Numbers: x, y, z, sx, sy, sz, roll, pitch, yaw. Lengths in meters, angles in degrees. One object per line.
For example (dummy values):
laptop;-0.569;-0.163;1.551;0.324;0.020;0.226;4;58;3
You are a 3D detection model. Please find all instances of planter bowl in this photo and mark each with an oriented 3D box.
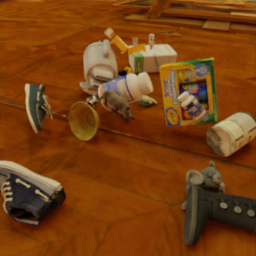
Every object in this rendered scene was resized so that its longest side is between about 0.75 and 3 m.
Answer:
planter bowl;-1.575;-0.293;10.915;1.515;1.515;0.631;25;24;32

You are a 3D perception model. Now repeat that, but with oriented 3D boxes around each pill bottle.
pill bottle;2.248;-0.796;10.007;0.988;0.548;0.548;47;40;-7
pill bottle;-0.091;-1.501;11.235;2.004;1.123;1.123;-18;29;19

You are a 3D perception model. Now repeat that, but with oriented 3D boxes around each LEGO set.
LEGO set;0.061;-3.889;12.883;2.327;1.071;0.866;12;19;9

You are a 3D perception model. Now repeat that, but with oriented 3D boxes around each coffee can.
coffee can;3.839;0.204;10.287;1.598;1.170;1.170;-24;41;-32

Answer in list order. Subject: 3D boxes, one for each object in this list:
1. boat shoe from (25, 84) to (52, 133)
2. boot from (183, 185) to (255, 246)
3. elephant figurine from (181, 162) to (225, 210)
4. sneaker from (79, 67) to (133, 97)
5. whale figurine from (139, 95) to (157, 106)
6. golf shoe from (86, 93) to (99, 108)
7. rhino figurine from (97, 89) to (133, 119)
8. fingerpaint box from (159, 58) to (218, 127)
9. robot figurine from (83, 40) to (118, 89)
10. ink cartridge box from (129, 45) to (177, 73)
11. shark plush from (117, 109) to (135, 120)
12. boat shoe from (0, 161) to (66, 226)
boat shoe;-3.509;-0.850;10.984;0.840;1.018;2.718;-11;39;-14
boot;2.567;2.497;7.422;2.025;0.665;1.669;16;56;0
elephant figurine;2.107;1.718;8.405;1.364;0.965;1.059;-15;5;5
sneaker;-1.084;-2.432;14.216;2.923;1.201;1.138;-16;37;-21
whale figurine;0.926;-1.220;13.210;0.854;0.443;0.680;11;24;-28
golf shoe;-1.614;-1.024;11.747;0.490;1.261;0.596;48;62;-3
rhino figurine;-0.399;-0.863;10.348;1.585;0.693;0.474;37;10;25
fingerpaint box;2.321;-1.311;10.591;1.947;2.334;0.856;-4;17;18
robot figurine;-1.271;-2.849;12.693;1.468;2.205;2.600;12;45;-23
ink cartridge box;1.433;-4.195;16.919;2.574;1.126;1.870;-7;35;-7
shark plush;-0.331;-0.981;12.340;0.824;0.755;1.814;-7;47;-19
boat shoe;-3.250;1.829;7.980;2.710;1.012;1.257;12;28;17
